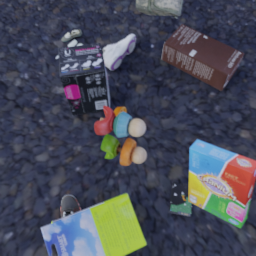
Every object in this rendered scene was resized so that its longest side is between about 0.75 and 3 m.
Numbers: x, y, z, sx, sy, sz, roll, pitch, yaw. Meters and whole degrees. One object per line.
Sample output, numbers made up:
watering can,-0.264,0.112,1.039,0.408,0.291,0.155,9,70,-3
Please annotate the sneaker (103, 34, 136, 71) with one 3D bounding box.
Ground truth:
sneaker,-0.400,-3.024,10.614,0.918,0.690,1.843,31,65,16

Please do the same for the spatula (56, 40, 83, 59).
spatula,-2.177,-2.940,10.913,0.831,0.096,1.195,32,65,16

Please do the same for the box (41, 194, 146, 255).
box,-0.850,2.719,7.024,2.317,0.552,1.413,-16,74,-23

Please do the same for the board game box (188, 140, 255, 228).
board game box,2.016,1.246,6.206,1.361,1.778,0.359,22,45,35

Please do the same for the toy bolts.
toy bolts,-0.001,0.044,7.069,1.131,1.631,1.558,13,63,16

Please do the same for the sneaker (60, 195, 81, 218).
sneaker,-1.555,2.480,7.538,0.571,0.607,1.481,-10,61,-6

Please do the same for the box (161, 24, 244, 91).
box,2.660,-2.598,10.236,2.592,0.971,1.298,32,65,15

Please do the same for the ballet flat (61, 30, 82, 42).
ballet flat,-2.291,-3.745,11.260,0.878,0.280,0.296,-25,63,-13

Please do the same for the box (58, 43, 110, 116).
box,-1.350,-1.504,8.954,1.364,2.064,1.184,-9,61,-5

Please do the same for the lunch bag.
lunch bag,1.138,-4.315,8.616,1.393,1.661,1.157,19,17,25

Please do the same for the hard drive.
hard drive,1.535,2.035,8.044,0.629,0.170,0.900,10,60,5
